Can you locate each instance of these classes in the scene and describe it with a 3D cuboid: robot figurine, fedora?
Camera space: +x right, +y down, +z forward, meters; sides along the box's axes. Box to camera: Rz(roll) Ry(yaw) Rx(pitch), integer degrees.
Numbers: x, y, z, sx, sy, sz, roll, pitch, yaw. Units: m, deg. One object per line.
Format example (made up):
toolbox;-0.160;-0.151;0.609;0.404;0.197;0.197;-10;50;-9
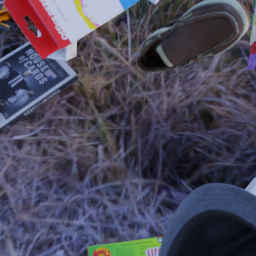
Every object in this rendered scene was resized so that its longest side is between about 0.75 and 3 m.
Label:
robot figurine;-3.503;-4.239;9.632;2.457;0.715;1.782;-18;65;-8
fedora;1.480;2.094;3.789;2.230;1.138;2.521;19;91;53

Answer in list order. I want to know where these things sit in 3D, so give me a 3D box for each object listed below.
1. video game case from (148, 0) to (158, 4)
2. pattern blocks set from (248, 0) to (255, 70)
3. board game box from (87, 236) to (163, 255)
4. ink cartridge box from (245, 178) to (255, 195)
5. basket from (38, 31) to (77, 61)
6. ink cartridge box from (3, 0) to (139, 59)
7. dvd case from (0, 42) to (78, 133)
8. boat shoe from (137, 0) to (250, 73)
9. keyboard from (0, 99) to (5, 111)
video game case;0.756;-4.435;8.560;0.916;0.116;1.006;37;98;13
pattern blocks set;2.423;-2.213;5.211;0.179;1.939;2.205;8;105;21
board game box;0.042;3.119;6.454;1.859;0.443;0.944;-7;66;-3
ink cartridge box;3.672;2.579;6.279;2.067;1.199;2.801;-42;70;-17
basket;-1.772;-2.215;7.144;0.830;0.823;0.668;13;25;11
ink cartridge box;-0.963;-2.199;4.781;2.109;0.709;1.225;-33;111;0
dvd case;-3.247;-1.423;8.555;2.780;0.344;2.089;-39;71;-14
boat shoe;1.142;-1.701;5.933;1.085;2.934;1.084;-46;107;-18
keyboard;-4.843;-0.987;8.119;2.794;0.288;1.775;15;77;12
